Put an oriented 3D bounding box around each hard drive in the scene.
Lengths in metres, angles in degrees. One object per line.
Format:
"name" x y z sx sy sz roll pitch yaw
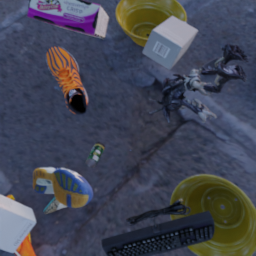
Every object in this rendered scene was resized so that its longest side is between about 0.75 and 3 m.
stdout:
"hard drive" 3.634 -2.613 12.010 0.831 0.176 0.560 -32 69 -14

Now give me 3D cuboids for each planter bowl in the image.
"planter bowl" 2.262 2.149 7.104 2.239 2.239 0.932 50 34 19
"planter bowl" 0.928 -4.443 12.206 3.000 1.250 3.000 2 61 -3

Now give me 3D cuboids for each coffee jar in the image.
"coffee jar" -0.955 0.772 8.231 0.323 0.395 0.758 32 42 -7

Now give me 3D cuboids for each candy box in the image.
"candy box" -1.801 -3.698 9.300 2.031 2.979 0.909 14 105 -4

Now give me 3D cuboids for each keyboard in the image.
"keyboard" 0.661 2.365 6.270 2.548 1.619 0.262 -16 31 2

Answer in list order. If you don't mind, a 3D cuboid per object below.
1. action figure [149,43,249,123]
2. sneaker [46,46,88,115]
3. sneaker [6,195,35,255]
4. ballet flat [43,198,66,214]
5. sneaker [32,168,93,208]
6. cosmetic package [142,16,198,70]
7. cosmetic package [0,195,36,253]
"action figure" 2.000 -1.026 8.125 1.521 2.981 1.771 31 50 -26
"sneaker" -1.650 -1.311 8.038 0.819 2.112 1.183 -28 26 -3
"sneaker" -3.516 3.245 8.972 0.954 0.903 2.474 -28 71 -24
"ballet flat" -2.173 2.293 9.597 0.632 0.569 1.679 30 65 1
"sneaker" -1.569 1.444 7.479 2.366 1.043 0.891 8 93 44
"cosmetic package" 1.374 -2.757 8.885 1.061 0.895 1.986 33 39 8
"cosmetic package" -3.182 2.048 6.415 0.954 1.877 0.695 -54 33 -4
